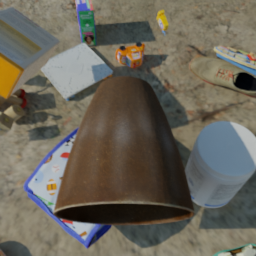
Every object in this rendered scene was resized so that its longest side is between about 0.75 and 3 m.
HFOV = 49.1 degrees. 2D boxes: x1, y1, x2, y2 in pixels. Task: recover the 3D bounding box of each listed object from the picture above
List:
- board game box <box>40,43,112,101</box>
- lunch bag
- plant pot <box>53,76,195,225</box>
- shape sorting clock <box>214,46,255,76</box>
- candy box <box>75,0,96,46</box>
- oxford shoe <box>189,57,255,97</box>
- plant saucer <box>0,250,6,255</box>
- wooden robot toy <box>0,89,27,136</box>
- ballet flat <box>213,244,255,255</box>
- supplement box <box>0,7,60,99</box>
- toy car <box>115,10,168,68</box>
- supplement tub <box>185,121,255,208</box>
[{"bbox_3d":[-2.006,-2.180,10.677,2.095,0.271,2.095,-33,62,-19],"label":"board game box"},{"bbox_3d":[-0.981,1.392,7.523,2.374,1.729,2.792,34,56,19],"label":"lunch bag"},{"bbox_3d":[-0.080,0.403,5.591,2.491,2.491,2.665,0,65,0],"label":"plant pot"},{"bbox_3d":[4.353,-2.466,10.095,2.590,0.508,2.590,17,29,-10],"label":"shape sorting clock"},{"bbox_3d":[-1.698,-4.396,11.273,0.644,1.673,1.414,-9,57,-6],"label":"candy box"},{"bbox_3d":[3.495,-1.909,9.861,2.782,1.040,0.980,21,99,14],"label":"oxford shoe"},{"bbox_3d":[-3.811,3.802,6.637,2.076,0.357,2.076,3,58,-5],"label":"plant saucer"},{"bbox_3d":[-4.394,-0.822,9.560,1.340,1.301,2.953,-33,56,21],"label":"wooden robot toy"},{"bbox_3d":[2.656,3.234,7.009,1.492,0.525,0.502,-14,53,-9],"label":"ballet flat"},{"bbox_3d":[-3.294,-2.197,7.786,1.756,1.024,2.786,35,30,-12],"label":"supplement box"},{"bbox_3d":[0.444,-3.034,10.144,1.232,2.511,0.836,-9,70,-27],"label":"toy car"},{"bbox_3d":[2.326,1.058,7.350,1.527,2.314,1.527,0,57,0],"label":"supplement tub"}]
